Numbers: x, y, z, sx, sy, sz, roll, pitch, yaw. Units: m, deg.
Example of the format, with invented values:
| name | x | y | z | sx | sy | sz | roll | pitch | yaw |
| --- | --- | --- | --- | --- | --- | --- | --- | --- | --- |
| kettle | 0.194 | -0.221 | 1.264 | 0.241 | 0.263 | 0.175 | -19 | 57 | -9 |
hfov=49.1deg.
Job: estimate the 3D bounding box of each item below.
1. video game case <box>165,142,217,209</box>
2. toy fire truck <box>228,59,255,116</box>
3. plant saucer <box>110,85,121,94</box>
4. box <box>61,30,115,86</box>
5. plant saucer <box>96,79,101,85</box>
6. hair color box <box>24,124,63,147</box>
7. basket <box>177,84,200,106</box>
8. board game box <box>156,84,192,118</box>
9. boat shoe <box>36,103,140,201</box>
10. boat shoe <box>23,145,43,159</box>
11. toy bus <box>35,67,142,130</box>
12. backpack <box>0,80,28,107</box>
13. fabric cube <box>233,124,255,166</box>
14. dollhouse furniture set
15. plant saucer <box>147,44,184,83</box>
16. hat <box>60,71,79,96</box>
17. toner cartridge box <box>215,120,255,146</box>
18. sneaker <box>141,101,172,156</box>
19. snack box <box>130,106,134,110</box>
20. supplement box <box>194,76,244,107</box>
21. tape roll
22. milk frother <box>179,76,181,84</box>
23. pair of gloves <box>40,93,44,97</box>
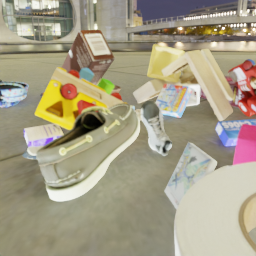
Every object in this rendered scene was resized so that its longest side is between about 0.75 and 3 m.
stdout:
| name | x | y | z | sx | sy | sz | roll | pitch | yaw |
| --- | --- | --- | --- | --- | --- | --- | --- | --- | --- |
| video game case | 0.915 | 0.769 | 4.278 | 0.104 | 0.943 | 0.860 | 22 | 9 | -15 |
| toy fire truck | 3.971 | -1.330 | 8.823 | 1.106 | 1.656 | 1.973 | -36 | 1 | 2 |
| plant saucer | -1.068 | -1.770 | 13.107 | 1.471 | 0.253 | 1.471 | -1 | 19 | 0 |
| box | -1.745 | -2.451 | 11.137 | 1.032 | 1.379 | 2.754 | -17 | -16 | -34 |
| plant saucer | -2.544 | -2.415 | 14.847 | 2.198 | 0.342 | 2.198 | -1 | 19 | 0 |
| hair color box | -2.140 | 0.189 | 7.125 | 0.876 | 0.284 | 0.479 | -12 | 47 | -28 |
| basket | 2.114 | -1.298 | 10.942 | 1.176 | 0.797 | 0.725 | -9 | 17 | -24 |
| board game box | 1.482 | -0.932 | 9.407 | 1.022 | 1.044 | 0.292 | 14 | -17 | 44 |
| boat shoe | -0.573 | 0.100 | 5.142 | 1.023 | 0.855 | 2.861 | -7 | 24 | 28 |
| boat shoe | -1.956 | 0.561 | 6.096 | 0.238 | 0.288 | 0.768 | -34 | -12 | 16 |
| toy bus | -1.066 | -0.426 | 7.297 | 2.619 | 1.353 | 2.472 | 43 | 23 | 25 |
| backpack | -4.523 | -1.314 | 10.746 | 1.351 | 0.909 | 1.233 | 0 | 19 | 1 |
| fabric cube | 2.531 | 0.558 | 5.208 | 0.994 | 0.979 | 0.998 | 9 | 20 | 25 |
| dollhouse furniture set | 2.236 | -1.156 | 10.834 | 2.990 | 2.436 | 2.844 | -30 | -2 | 39 |
| plant saucer | 1.456 | -2.510 | 11.012 | 1.266 | 1.266 | 0.307 | 11 | 5 | -6 |
| hat | -2.069 | -1.460 | 10.000 | 2.546 | 1.027 | 2.546 | -18 | 7 | 2 |
| toner cartridge box | 2.990 | 0.109 | 7.169 | 1.322 | 0.285 | 0.628 | -4 | 47 | -12 |
| sneaker | 0.709 | 0.054 | 6.246 | 0.490 | 1.305 | 0.753 | -23 | 29 | -10 |
| snack box | -0.300 | -0.551 | 9.584 | 0.669 | 0.214 | 1.151 | 7 | 21 | 22 |
| supplement box | 4.146 | -1.591 | 11.643 | 1.510 | 0.845 | 2.776 | -9 | 20 | -26 |
| tape roll | 1.864 | 1.198 | 2.756 | 2.825 | 0.516 | 2.825 | -4 | 23 | 2 |
| milk frother | 2.114 | -1.925 | 12.691 | 0.921 | 0.831 | 0.866 | -9 | 20 | -16 |
| pair of gloves | -3.162 | -1.476 | 12.409 | 1.127 | 0.156 | 1.265 | 15 | 21 | 39 |
